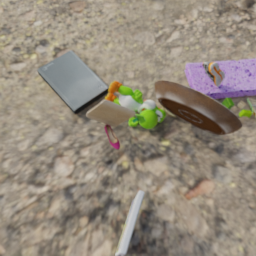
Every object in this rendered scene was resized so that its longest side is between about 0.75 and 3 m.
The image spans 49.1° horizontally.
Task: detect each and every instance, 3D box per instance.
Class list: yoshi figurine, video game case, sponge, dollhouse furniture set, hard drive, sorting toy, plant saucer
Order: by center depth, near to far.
[{"bbox_3d":[0.039,2.544,7.341,0.170,1.407,1.545,19,62,2],"label":"video game case"},{"bbox_3d":[1.987,-0.507,8.524,2.900,2.900,0.465,28,87,17],"label":"plant saucer"},{"bbox_3d":[-0.327,-0.390,8.984,1.718,1.270,0.253,19,63,-26],"label":"sorting toy"},{"bbox_3d":[0.241,-0.683,9.734,2.199,1.236,1.231,25,82,0],"label":"yoshi figurine"},{"bbox_3d":[4.209,-0.591,10.216,1.761,0.680,0.880,6,48,-19],"label":"dollhouse furniture set"},{"bbox_3d":[-2.108,-1.795,10.718,1.633,0.385,2.339,-38,73,-22],"label":"hard drive"},{"bbox_3d":[3.810,-1.906,10.874,2.912,0.434,1.625,-5,56,-4],"label":"sponge"}]

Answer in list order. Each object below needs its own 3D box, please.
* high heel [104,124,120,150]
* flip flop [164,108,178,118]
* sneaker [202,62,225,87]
[{"bbox_3d":[-0.535,0.295,9.143,0.300,0.427,0.889,-31,64,-9],"label":"high heel"},{"bbox_3d":[1.595,-1.093,10.380,0.703,0.499,1.735,-13,60,-8],"label":"flip flop"},{"bbox_3d":[3.041,-1.948,9.966,0.506,1.293,0.499,-51,47,-5],"label":"sneaker"}]
